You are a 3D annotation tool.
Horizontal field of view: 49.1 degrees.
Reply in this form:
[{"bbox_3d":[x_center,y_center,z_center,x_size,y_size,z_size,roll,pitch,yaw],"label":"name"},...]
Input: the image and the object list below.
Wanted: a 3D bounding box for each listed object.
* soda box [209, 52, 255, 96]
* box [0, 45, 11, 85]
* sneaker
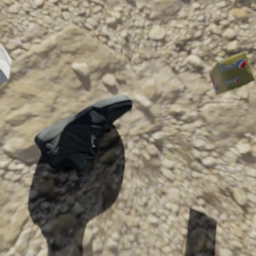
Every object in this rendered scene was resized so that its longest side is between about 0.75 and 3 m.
[{"bbox_3d":[2.270,-1.155,6.320,0.588,1.836,0.622,-19,90,12],"label":"soda box"},{"bbox_3d":[-3.067,-1.458,6.384,0.500,0.601,1.462,-29,37,-2],"label":"box"},{"bbox_3d":[-0.932,0.293,7.568,2.859,1.093,1.638,-29,76,-6],"label":"sneaker"}]
